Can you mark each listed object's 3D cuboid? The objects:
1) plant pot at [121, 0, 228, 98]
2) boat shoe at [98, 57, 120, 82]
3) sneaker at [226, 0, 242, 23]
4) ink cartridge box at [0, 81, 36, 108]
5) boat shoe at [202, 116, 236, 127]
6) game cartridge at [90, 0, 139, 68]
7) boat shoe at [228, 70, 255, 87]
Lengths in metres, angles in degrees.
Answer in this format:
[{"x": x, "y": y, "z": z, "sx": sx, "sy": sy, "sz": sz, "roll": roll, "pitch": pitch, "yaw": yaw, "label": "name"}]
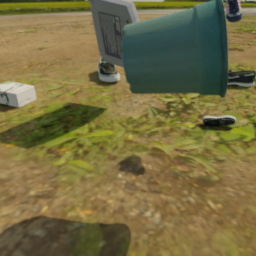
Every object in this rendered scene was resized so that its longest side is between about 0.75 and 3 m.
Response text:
[{"x": 0.928, "y": -1.478, "z": 5.711, "sx": 1.886, "sy": 1.926, "sz": 1.926, "roll": -5, "pitch": 26, "yaw": 12, "label": "plant pot"}, {"x": -1.159, "y": -3.184, "z": 14.785, "sx": 0.997, "sy": 0.981, "sz": 2.766, "roll": -9, "pitch": 29, "yaw": -17, "label": "boat shoe"}, {"x": 3.120, "y": -3.641, "z": 8.382, "sx": 0.455, "sy": 0.532, "sz": 1.297, "roll": -9, "pitch": 45, "yaw": 18, "label": "sneaker"}, {"x": -4.842, "y": -1.438, "z": 11.846, "sx": 1.499, "sy": 0.632, "sz": 1.095, "roll": 12, "pitch": 30, "yaw": 22, "label": "ink cartridge box"}, {"x": 3.187, "y": -0.190, "z": 9.807, "sx": 1.133, "sy": 0.389, "sz": 0.321, "roll": 1, "pitch": 34, "yaw": 14, "label": "boat shoe"}, {"x": -0.398, "y": -3.539, "z": 10.628, "sx": 1.865, "sy": 2.801, "sz": 0.573, "roll": 27, "pitch": 60, "yaw": 23, "label": "game cartridge"}, {"x": 5.008, "y": -2.522, "z": 13.796, "sx": 2.424, "sy": 0.731, "sz": 0.916, "roll": 0, "pitch": 28, "yaw": 1, "label": "boat shoe"}]
